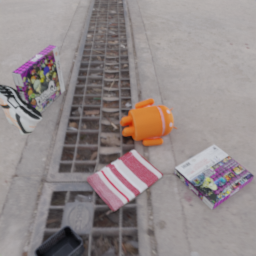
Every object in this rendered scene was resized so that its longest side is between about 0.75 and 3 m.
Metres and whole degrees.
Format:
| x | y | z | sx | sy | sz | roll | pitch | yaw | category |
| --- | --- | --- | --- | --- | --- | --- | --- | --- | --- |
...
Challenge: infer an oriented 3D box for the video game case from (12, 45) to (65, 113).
| x | y | z | sx | sy | sz | roll | pitch | yaw | category |
| --- | --- | --- | --- | --- | --- | --- | --- | --- | --- |
| -4.314 | -2.260 | 13.979 | 0.535 | 2.707 | 2.987 | 15 | 44 | 17 | video game case |

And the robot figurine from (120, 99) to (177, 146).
| x | y | z | sx | sy | sz | roll | pitch | yaw | category |
| --- | --- | --- | --- | --- | --- | --- | --- | --- | --- |
| 0.942 | -0.258 | 12.680 | 2.530 | 1.475 | 1.819 | -9 | 42 | -10 | robot figurine |

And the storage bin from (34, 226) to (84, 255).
| x | y | z | sx | sy | sz | roll | pitch | yaw | category |
| --- | --- | --- | --- | --- | --- | --- | --- | --- | --- |
| -2.123 | 3.864 | 8.764 | 1.316 | 0.617 | 0.890 | -34 | 52 | -31 | storage bin |

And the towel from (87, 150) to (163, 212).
| x | y | z | sx | sy | sz | roll | pitch | yaw | category |
| --- | --- | --- | --- | --- | --- | --- | --- | --- | --- |
| -0.118 | 1.967 | 11.109 | 2.547 | 0.290 | 1.834 | -29 | 50 | -28 | towel |

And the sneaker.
| x | y | z | sx | sy | sz | roll | pitch | yaw | category |
| --- | --- | --- | --- | --- | --- | --- | --- | --- | --- |
| -3.912 | -0.645 | 9.391 | 2.321 | 0.928 | 0.856 | 41 | 23 | 22 | sneaker |

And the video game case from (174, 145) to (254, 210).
| x | y | z | sx | sy | sz | roll | pitch | yaw | category |
| --- | --- | --- | --- | --- | --- | --- | --- | --- | --- |
| 3.377 | 1.848 | 11.126 | 2.322 | 0.416 | 2.104 | -26 | 48 | -26 | video game case |
